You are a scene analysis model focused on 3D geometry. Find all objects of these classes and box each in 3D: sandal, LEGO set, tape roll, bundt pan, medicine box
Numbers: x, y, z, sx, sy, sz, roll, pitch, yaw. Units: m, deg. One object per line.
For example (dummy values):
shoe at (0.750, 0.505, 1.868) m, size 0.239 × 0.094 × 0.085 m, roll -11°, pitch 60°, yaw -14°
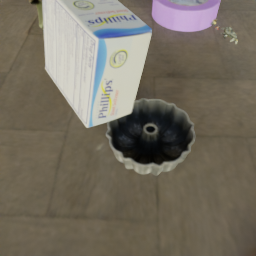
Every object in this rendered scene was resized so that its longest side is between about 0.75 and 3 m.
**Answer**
sandal at (-2.252, -3.489, 7.072) m, size 0.756 × 1.052 × 2.649 m, roll 11°, pitch 48°, yaw -43°
LEGO set at (3.166, -3.161, 9.004) m, size 1.089 × 0.309 × 0.707 m, roll 28°, pitch 45°, yaw -15°
tape roll at (2.605, -5.615, 12.816) m, size 2.965 × 0.973 × 2.965 m, roll -1°, pitch 50°, yaw 1°
bundt pan at (0.596, 0.313, 7.832) m, size 2.417 × 0.907 × 2.417 m, roll 0°, pitch 49°, yaw 0°
medicine box at (-0.718, -1.407, 5.218) m, size 1.046 × 1.851 × 2.032 m, roll -21°, pitch 55°, yaw -30°
